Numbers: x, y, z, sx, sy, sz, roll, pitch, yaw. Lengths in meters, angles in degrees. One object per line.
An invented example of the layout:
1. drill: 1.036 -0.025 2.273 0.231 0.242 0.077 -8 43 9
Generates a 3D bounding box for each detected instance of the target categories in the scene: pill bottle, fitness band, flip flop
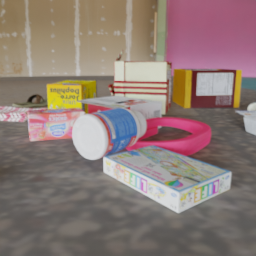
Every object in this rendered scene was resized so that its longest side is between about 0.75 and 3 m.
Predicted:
1. pill bottle: -0.340 0.059 6.607 1.007 1.007 1.794 10 16 36
2. fitness band: 1.147 0.223 7.975 2.061 0.537 2.869 12 19 34
3. flip flop: -4.813 -1.370 14.263 0.932 0.662 2.299 10 16 35

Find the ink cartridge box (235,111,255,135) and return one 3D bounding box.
1. ink cartridge box: 5.374 -0.056 8.823 2.904 0.591 2.910 -2 13 -7

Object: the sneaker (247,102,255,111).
1. sneaker: 5.585 -0.847 12.039 1.656 0.636 0.921 -1 19 -21

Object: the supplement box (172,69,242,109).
1. supplement box: 4.096 -2.200 15.079 2.842 1.887 2.803 -1 13 -3

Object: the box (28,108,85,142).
1. box: -2.201 -0.120 8.611 1.642 0.842 0.777 -4 14 -20

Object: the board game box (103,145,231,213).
1. board game box: 0.672 0.859 5.460 1.410 0.359 2.097 -9 16 -36

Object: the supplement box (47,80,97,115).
1. supplement box: -2.338 -1.292 12.220 1.427 1.436 2.623 2 14 6

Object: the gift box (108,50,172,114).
1. gift box: 0.619 -2.149 13.113 2.655 2.843 2.623 2 8 14

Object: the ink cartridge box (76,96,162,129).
1. ink cartridge box: -0.358 -0.484 9.799 2.043 0.976 2.327 -12 18 -41

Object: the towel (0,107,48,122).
1. towel: -4.960 -0.664 11.900 2.560 0.383 1.873 3 13 12
